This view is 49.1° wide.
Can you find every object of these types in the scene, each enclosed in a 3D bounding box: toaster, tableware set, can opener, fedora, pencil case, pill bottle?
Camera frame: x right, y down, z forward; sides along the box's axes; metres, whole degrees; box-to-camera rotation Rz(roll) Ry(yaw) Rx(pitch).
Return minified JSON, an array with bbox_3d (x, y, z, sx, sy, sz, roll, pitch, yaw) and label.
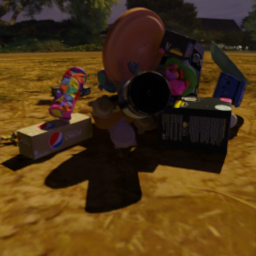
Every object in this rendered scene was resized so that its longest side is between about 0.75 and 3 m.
[{"bbox_3d":[1.575,-2.361,12.027,2.986,2.700,1.772,10,1,26],"label":"toaster"},{"bbox_3d":[-0.117,-0.505,9.468,1.901,2.276,0.264,-28,-4,-25],"label":"tableware set"},{"bbox_3d":[0.380,-1.575,9.006,0.413,1.236,0.330,-28,3,-13],"label":"can opener"},{"bbox_3d":[-0.551,-0.623,10.818,2.625,1.071,2.625,-14,15,4],"label":"fedora"},{"bbox_3d":[-0.135,-2.460,11.164,2.586,1.195,1.100,-36,25,30],"label":"pencil case"},{"bbox_3d":[0.339,-0.876,8.219,1.196,1.196,2.138,-5,0,-13],"label":"pill bottle"},{"bbox_3d":[-1.968,-1.163,9.397,0.856,0.856,1.938,7,59,19],"label":"pencil case"}]

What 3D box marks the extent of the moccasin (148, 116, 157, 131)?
[{"bbox_3d":[0.633,-0.566,11.243,0.743,0.784,2.031,-27,22,8],"label":"moccasin"}]

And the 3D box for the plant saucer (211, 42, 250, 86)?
[{"bbox_3d":[4.444,-2.747,12.637,0.505,2.621,2.621,-41,9,18],"label":"plant saucer"}]

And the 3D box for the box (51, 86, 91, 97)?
[{"bbox_3d":[-3.366,-2.187,16.513,1.833,0.422,1.457,12,23,31],"label":"box"}]

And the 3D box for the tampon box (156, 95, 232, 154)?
[{"bbox_3d":[2.230,-0.211,9.393,2.242,1.416,1.681,6,20,16],"label":"tampon box"}]

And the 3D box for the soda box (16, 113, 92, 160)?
[{"bbox_3d":[-2.306,0.199,9.183,0.828,0.783,2.445,14,25,36],"label":"soda box"}]

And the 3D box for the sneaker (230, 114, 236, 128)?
[{"bbox_3d":[3.075,-0.488,10.953,2.360,0.872,0.967,12,16,31],"label":"sneaker"}]

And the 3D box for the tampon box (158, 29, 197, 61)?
[{"bbox_3d":[1.783,-2.929,10.009,0.947,0.798,1.264,26,22,16],"label":"tampon box"}]

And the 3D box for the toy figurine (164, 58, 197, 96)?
[{"bbox_3d":[1.664,-1.732,9.917,1.144,1.524,1.403,-28,6,28],"label":"toy figurine"}]

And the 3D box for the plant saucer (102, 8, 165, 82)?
[{"bbox_3d":[0.323,-2.704,9.805,2.733,2.733,0.441,-15,38,-36],"label":"plant saucer"}]

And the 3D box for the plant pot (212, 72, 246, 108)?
[{"bbox_3d":[4.165,-1.468,11.463,1.067,1.187,1.187,20,1,24],"label":"plant pot"}]

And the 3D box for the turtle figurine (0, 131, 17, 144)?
[{"bbox_3d":[-3.878,0.313,9.468,0.941,0.376,1.167,-14,24,-34],"label":"turtle figurine"}]
